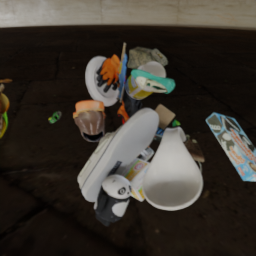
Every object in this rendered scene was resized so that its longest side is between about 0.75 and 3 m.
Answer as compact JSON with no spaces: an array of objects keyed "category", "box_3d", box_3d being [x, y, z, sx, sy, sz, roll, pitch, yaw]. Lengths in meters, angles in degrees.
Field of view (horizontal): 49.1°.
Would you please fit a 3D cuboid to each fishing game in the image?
[{"category":"fishing game","box_3d":[-0.330,-2.101,11.577,0.410,1.889,2.638,8,-15,2]}]

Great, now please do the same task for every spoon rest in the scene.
[{"category":"spoon rest","box_3d":[0.858,0.672,5.462,1.086,0.662,2.185,-8,33,16]}]

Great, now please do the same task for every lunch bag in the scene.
[{"category":"lunch bag","box_3d":[1.451,-4.789,19.645,2.475,1.455,2.030,15,27,13]}]

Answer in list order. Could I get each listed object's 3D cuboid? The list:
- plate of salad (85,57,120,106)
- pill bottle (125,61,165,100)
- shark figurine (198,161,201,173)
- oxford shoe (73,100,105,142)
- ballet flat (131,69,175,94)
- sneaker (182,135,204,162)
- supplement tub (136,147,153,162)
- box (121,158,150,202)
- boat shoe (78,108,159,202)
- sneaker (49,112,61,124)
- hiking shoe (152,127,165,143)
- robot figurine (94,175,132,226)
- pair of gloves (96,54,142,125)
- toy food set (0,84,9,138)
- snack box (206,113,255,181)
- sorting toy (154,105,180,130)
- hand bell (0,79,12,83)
[{"category":"plate of salad","box_3d":[-1.127,-2.034,12.390,0.526,2.189,2.189,-4,19,39]},{"category":"pill bottle","box_3d":[0.690,-1.922,11.487,1.150,1.150,2.013,-10,-4,-18]},{"category":"shark figurine","box_3d":[1.451,1.438,7.256,0.619,0.886,1.483,-18,-5,-24]},{"category":"oxford shoe","box_3d":[-1.103,-0.035,8.019,0.936,0.958,2.627,-5,-8,-5]},{"category":"ballet flat","box_3d":[0.687,-1.405,8.650,1.472,0.496,0.518,19,66,15]},{"category":"sneaker","box_3d":[2.123,0.661,9.386,0.511,0.548,1.450,13,12,-20]},{"category":"supplement tub","box_3d":[0.240,0.561,7.736,0.857,0.525,0.525,44,41,12]},{"category":"box","box_3d":[0.054,1.256,7.459,0.768,0.692,1.366,-41,30,-23]},{"category":"boat shoe","box_3d":[-0.323,0.550,6.919,0.969,2.693,0.885,23,15,-44]},{"category":"sneaker","box_3d":[-3.047,-0.458,11.971,0.341,0.312,0.801,-22,24,27]},{"category":"hiking shoe","box_3d":[1.133,0.166,10.308,1.587,0.591,0.688,2,69,-11]},{"category":"robot figurine","box_3d":[-0.344,1.634,6.347,0.717,1.149,0.863,17,17,-8]},{"category":"pair of gloves","box_3d":[-0.293,-1.704,12.227,0.349,2.825,2.517,-20,24,31]},{"category":"toy food set","box_3d":[-4.184,-0.524,9.133,0.523,2.604,1.798,4,46,-24]},{"category":"snack box","box_3d":[3.253,0.558,8.249,1.243,0.397,2.140,10,45,-41]},{"category":"sorting toy","box_3d":[1.442,-0.292,10.979,1.132,0.837,0.167,39,-1,20]},{"category":"hand bell","box_3d":[-4.197,-1.513,9.164,0.761,0.396,0.396,-10,27,-38]}]
